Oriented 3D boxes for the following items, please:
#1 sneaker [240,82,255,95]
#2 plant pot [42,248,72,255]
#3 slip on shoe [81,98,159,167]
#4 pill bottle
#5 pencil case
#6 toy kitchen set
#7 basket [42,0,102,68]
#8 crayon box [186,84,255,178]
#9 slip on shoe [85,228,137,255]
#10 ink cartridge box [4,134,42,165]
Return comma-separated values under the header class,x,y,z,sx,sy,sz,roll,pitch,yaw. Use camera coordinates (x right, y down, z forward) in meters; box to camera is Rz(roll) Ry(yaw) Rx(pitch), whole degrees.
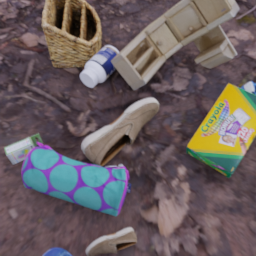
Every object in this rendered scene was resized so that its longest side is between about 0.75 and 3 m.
class,x,y,z,sx,sy,sz,roll,pitch,yaw
sneaker,4.158,-0.911,8.398,1.861,0.766,0.688,8,50,-16
plant pot,-1.185,3.358,4.699,2.003,2.003,1.801,-39,58,-20
slip on shoe,-0.052,0.109,7.649,2.520,0.958,0.763,-32,57,-19
pill bottle,-0.919,-2.003,9.278,0.810,0.810,1.458,28,59,19
pencil case,-1.228,1.210,6.755,2.554,1.087,1.180,14,77,9
toy kitchen set,1.742,-2.318,8.536,2.422,2.969,2.678,50,53,-16
basket,-1.838,-3.566,9.771,1.770,1.848,2.481,-1,53,-1
crayon box,2.677,0.048,7.452,1.301,0.638,2.190,31,79,21
slip on shoe,-0.354,2.591,6.161,1.149,0.437,0.348,-16,43,-18
ink cartridge box,-2.784,0.572,7.603,0.960,0.498,0.285,-25,58,-17
